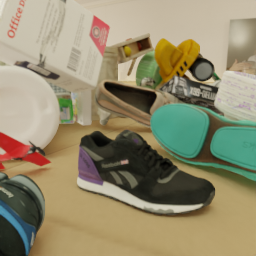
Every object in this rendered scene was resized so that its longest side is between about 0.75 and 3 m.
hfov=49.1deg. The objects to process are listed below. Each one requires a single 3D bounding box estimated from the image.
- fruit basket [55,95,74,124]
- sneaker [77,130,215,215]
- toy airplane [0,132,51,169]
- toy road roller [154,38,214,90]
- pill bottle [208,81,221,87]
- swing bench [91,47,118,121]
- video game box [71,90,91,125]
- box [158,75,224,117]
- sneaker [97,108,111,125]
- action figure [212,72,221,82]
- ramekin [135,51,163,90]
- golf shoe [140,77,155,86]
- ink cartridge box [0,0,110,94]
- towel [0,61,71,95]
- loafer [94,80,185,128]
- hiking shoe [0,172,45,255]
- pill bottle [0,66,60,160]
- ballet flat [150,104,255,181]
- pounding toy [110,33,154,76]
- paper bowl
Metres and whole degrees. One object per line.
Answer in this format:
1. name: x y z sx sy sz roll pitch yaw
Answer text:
1. fruit basket: -2.183 -0.519 8.251 1.109 1.027 0.520 -3 36 -8
2. sneaker: 0.116 0.474 3.550 1.917 0.839 0.726 6 13 28
3. toy airplane: -1.819 0.400 4.250 1.248 0.230 1.248 4 -30 2
4. toy road roller: 1.539 -1.961 9.940 1.898 2.600 1.597 31 21 -19
5. pill bottle: 3.521 -1.012 9.692 1.210 1.210 2.186 -9 17 -39
6. swing bench: -1.163 -1.634 10.069 1.538 2.358 2.371 -6 13 -27
7. video game box: -1.474 -0.826 8.734 0.311 1.328 1.210 -4 13 -30
8. box: 2.044 -0.826 8.303 2.122 0.528 1.674 13 -8 -8
9. sneaker: -0.710 -0.398 8.026 0.413 0.363 1.031 25 26 -6
10. action figure: 3.512 -1.870 11.015 0.929 0.254 0.549 46 4 6
11. ramekin: 1.246 -2.218 11.696 1.016 2.080 2.080 23 23 35
12. golf shoe: 0.723 -1.676 10.284 0.364 0.300 0.770 32 40 21
13. ink cartridge box: -1.943 -2.268 7.013 2.651 1.919 1.118 22 -17 -41
14. towel: -3.593 -1.667 10.604 2.873 2.766 0.496 -3 -30 -10
15. loafer: 0.449 -0.609 7.227 2.650 0.953 0.833 12 -21 -6
16. hiking shoe: -1.881 0.751 2.050 2.415 0.898 1.047 -2 11 -12
17. pill bottle: -2.449 -0.472 6.114 1.662 1.662 2.921 -4 11 -18
18. ballet flat: 1.567 0.278 4.707 1.054 1.009 2.996 24 -3 -34
19. pounding toy: 0.289 -2.747 10.718 1.357 1.361 2.373 -9 19 31
20. paper bowl: 2.773 -0.279 5.306 2.224 1.157 2.224 12 17 -4
